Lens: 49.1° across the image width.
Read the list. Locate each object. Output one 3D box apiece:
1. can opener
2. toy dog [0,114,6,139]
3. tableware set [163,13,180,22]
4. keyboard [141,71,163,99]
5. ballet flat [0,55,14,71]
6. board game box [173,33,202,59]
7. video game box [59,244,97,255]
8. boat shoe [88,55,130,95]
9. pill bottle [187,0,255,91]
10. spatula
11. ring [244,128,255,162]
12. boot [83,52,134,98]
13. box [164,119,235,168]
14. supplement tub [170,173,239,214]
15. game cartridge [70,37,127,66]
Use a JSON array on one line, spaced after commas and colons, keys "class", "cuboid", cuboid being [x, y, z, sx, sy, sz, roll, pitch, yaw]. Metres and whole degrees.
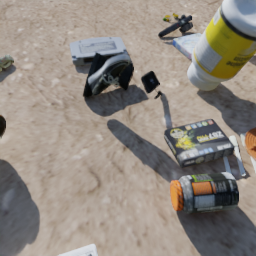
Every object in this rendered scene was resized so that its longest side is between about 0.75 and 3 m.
[{"class": "can opener", "cuboid": [1.832, -3.855, 10.674, 1.536, 0.487, 0.604, -28, 93, -16]}, {"class": "toy dog", "cuboid": [-3.877, 0.052, 5.625, 1.782, 2.477, 2.555, 7, 6, 41]}, {"class": "tableware set", "cuboid": [1.819, -4.675, 11.853, 0.508, 0.116, 0.754, 25, 51, 26]}, {"class": "keyboard", "cuboid": [0.685, -1.159, 7.808, 0.129, 0.794, 1.249, -25, 9, 26]}, {"class": "ballet flat", "cuboid": [-4.142, -2.033, 9.059, 0.334, 0.395, 1.045, 40, 58, 4]}, {"class": "board game box", "cuboid": [2.383, -2.939, 9.996, 1.144, 0.248, 1.139, -18, 46, -16]}, {"class": "video game box", "cuboid": [-1.070, 2.737, 4.284, 1.559, 0.365, 1.420, -13, 44, -13]}, {"class": "boat shoe", "cuboid": [-0.477, -1.294, 7.098, 0.556, 1.507, 0.515, 3, 67, -49]}, {"class": "pill bottle", "cuboid": [2.572, -2.122, 7.479, 1.398, 2.495, 1.398, 7, 61, -12]}, {"class": "spatula", "cuboid": [2.595, 0.627, 6.561, 0.905, 0.105, 1.302, 1, 45, 2]}, {"class": "ring", "cuboid": [3.689, 0.509, 6.214, 2.119, 0.203, 2.119, 3, 33, -2]}, {"class": "boot", "cuboid": [-0.565, -1.443, 8.259, 1.244, 0.562, 1.518, 19, 74, -11]}, {"class": "box", "cuboid": [1.658, 0.337, 6.669, 1.322, 0.325, 1.066, -12, 45, -11]}, {"class": "supplement tub", "cuboid": [1.460, 1.275, 5.473, 1.181, 0.724, 0.724, -4, 45, -4]}, {"class": "game cartridge", "cuboid": [-1.051, -2.708, 9.730, 1.859, 0.386, 1.238, -9, 42, -9]}]
